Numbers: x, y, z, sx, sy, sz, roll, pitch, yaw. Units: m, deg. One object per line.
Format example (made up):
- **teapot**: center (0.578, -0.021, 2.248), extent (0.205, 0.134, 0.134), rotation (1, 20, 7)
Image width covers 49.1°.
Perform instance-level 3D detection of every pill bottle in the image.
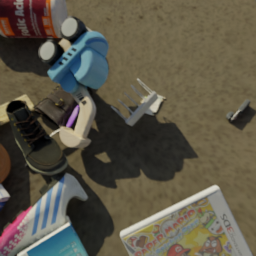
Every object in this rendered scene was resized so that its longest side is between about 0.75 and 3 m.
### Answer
- **pill bottle**: center (-3.726, -4.023, 9.863), extent (2.882, 1.645, 1.645), rotation (0, 60, 0)

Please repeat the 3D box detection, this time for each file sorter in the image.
- **file sorter**: center (0.191, -0.740, 8.120), extent (0.726, 0.809, 1.165), rotation (45, 94, 11)

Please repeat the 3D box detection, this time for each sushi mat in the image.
- **sushi mat**: center (-3.664, -0.480, 8.526), extent (1.561, 0.094, 0.747), rotation (-30, 57, -23)

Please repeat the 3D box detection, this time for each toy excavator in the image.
- **toy excavator**: center (-1.308, -1.178, 7.655), extent (2.640, 1.356, 2.715), rotation (-42, 68, 15)

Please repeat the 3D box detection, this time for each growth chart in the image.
- **growth chart**: center (0.718, -0.767, 8.871), extent (0.633, 0.078, 0.875), rotation (26, 63, 15)

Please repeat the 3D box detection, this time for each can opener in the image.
- **can opener**: center (3.385, -0.561, 8.646), extent (0.326, 0.260, 0.975), rotation (37, 64, 22)

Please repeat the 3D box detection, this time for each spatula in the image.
- **spatula**: center (-2.111, 0.224, 7.976), extent (2.285, 0.646, 0.235), rotation (-47, 110, -12)

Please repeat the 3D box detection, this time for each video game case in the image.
- **video game case**: center (1.302, 2.633, 5.877), extent (2.291, 0.262, 2.085), rotation (-27, 93, 2)

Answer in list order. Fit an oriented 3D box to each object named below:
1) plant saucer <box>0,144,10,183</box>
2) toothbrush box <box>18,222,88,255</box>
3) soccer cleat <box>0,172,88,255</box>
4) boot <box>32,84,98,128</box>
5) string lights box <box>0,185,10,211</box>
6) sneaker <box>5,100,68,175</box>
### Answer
- **plant saucer**: center (-3.888, 0.710, 7.133), extent (0.301, 1.863, 1.863), rotation (-44, 62, 22)
- **toothbrush box**: center (-1.376, 3.119, 5.917), extent (1.271, 0.740, 1.736), rotation (-30, 83, -16)
- **soccer cleat**: center (-2.075, 2.302, 6.560), extent (1.174, 0.950, 2.719), rotation (42, 71, -3)
- **boot**: center (-2.210, -1.154, 8.743), extent (2.154, 0.746, 1.875), rotation (39, 71, 24)
- **string lights box**: center (-3.323, 1.876, 6.885), extent (0.452, 0.259, 0.879), rotation (41, 104, 25)
- **sneaker**: center (-2.424, 0.219, 7.059), extent (0.859, 1.220, 2.297), rotation (-35, 47, -28)
